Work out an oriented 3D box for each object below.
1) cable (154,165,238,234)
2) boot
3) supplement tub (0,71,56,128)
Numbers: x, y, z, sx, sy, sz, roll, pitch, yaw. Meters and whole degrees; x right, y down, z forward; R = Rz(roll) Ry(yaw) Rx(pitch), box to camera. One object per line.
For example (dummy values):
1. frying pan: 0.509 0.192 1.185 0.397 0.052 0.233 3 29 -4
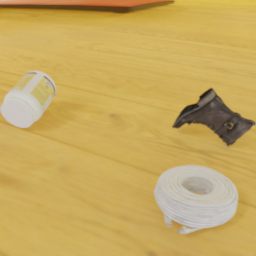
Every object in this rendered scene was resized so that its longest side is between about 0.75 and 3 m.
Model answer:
1. cable: 1.486 1.458 6.265 1.798 0.623 1.798 -4 23 -14
2. boot: 2.473 -0.067 8.384 1.748 2.007 0.695 43 43 -5
3. supplement tub: -3.301 -0.967 9.372 1.262 1.262 1.735 7 44 12
